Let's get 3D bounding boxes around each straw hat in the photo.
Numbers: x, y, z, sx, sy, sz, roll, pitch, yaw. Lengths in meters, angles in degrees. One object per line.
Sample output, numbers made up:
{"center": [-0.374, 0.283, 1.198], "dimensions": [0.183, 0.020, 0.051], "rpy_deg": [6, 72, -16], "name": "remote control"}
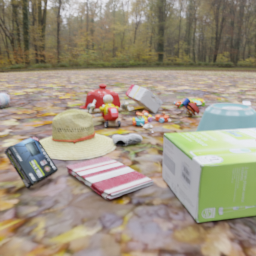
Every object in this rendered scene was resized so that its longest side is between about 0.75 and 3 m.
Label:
{"center": [-1.827, 0.037, 9.290], "dimensions": [2.871, 1.215, 2.871], "rpy_deg": [0, 14, 0], "name": "straw hat"}

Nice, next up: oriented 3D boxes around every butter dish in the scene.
{"center": [-1.352, -1.613, 14.956], "dimensions": [1.952, 1.443, 1.947], "rpy_deg": [14, 21, 42], "name": "butter dish"}

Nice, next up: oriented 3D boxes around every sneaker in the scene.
{"center": [-0.031, 0.479, 9.462], "dimensions": [1.030, 0.385, 0.422], "rpy_deg": [-3, 33, -1], "name": "sneaker"}

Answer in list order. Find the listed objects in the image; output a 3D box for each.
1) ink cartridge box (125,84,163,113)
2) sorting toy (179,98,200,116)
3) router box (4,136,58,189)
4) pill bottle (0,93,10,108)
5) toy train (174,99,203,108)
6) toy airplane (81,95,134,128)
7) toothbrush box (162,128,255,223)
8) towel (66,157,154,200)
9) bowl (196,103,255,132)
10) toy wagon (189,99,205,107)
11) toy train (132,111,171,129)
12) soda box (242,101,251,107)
{"center": [0.818, -1.566, 14.879], "dimensions": [1.277, 0.734, 1.760], "rpy_deg": [35, 0, -30], "name": "ink cartridge box"}
{"center": [2.987, -0.982, 13.936], "dimensions": [0.606, 0.887, 1.476], "rpy_deg": [-42, 14, 9], "name": "sorting toy"}
{"center": [-2.308, 0.800, 6.703], "dimensions": [0.329, 1.060, 0.794], "rpy_deg": [-40, -7, 38], "name": "router box"}
{"center": [-7.298, -1.443, 15.565], "dimensions": [0.794, 0.794, 1.459], "rpy_deg": [3, 15, 10], "name": "pill bottle"}
{"center": [3.413, -1.287, 15.827], "dimensions": [1.531, 0.426, 1.150], "rpy_deg": [5, 20, 22], "name": "toy train"}
{"center": [-0.884, -0.813, 12.270], "dimensions": [1.830, 1.297, 1.838], "rpy_deg": [7, 17, 26], "name": "toy airplane"}
{"center": [2.406, 0.869, 6.182], "dimensions": [2.818, 1.213, 2.052], "rpy_deg": [-1, 15, -11], "name": "toothbrush box"}
{"center": [-0.491, 1.191, 6.952], "dimensions": [1.362, 0.215, 1.891], "rpy_deg": [-10, 19, -39], "name": "towel"}
{"center": [3.616, -0.186, 10.060], "dimensions": [2.382, 1.246, 2.382], "rpy_deg": [-1, 14, 0], "name": "bowl"}
{"center": [3.794, -1.510, 16.759], "dimensions": [1.546, 0.306, 1.199], "rpy_deg": [-5, 15, -17], "name": "toy wagon"}
{"center": [0.999, -0.454, 12.434], "dimensions": [1.397, 0.517, 1.860], "rpy_deg": [10, 18, 34], "name": "toy train"}
{"center": [6.520, -1.193, 15.456], "dimensions": [0.399, 0.373, 1.173], "rpy_deg": [6, 15, 20], "name": "soda box"}
